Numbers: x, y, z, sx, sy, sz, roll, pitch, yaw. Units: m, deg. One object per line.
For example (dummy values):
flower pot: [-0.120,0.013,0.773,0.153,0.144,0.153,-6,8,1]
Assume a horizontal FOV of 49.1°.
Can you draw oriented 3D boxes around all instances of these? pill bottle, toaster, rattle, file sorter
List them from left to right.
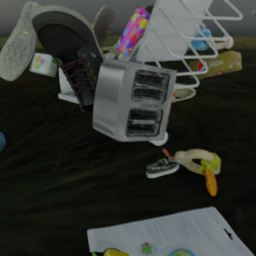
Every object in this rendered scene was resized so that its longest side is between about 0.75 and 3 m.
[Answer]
pill bottle: [-2.020,-2.383,13.741,2.574,1.489,1.489,-4,21,-11]
toaster: [0.101,-0.624,6.116,1.821,1.647,1.081,1,14,-35]
pill bottle: [0.797,0.113,8.935,0.628,0.628,1.108,-6,22,-16]
file sorter: [1.414,-2.178,6.954,1.550,2.234,1.391,-9,57,-26]
rattle: [1.427,1.045,6.712,1.426,1.018,0.928,7,-19,20]

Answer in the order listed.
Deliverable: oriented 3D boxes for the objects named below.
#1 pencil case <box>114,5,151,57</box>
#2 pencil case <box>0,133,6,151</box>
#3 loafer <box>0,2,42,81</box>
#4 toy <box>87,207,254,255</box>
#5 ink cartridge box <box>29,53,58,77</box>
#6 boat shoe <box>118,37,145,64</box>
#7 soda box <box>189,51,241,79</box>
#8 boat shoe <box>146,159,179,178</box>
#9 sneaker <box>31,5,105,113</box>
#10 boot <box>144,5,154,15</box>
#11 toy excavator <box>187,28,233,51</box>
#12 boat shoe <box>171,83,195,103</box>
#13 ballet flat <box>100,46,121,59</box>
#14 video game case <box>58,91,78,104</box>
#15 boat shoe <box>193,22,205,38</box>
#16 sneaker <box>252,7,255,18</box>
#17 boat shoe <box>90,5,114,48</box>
pencil case: [0.133,-2.593,7.583,0.581,1.315,0.581,27,26,-14]
pencil case: [-4.044,0.618,7.506,0.737,0.678,1.594,10,21,11]
loafer: [-2.666,-2.146,7.132,0.727,2.079,0.726,25,-6,-14]
toy: [0.575,1.923,4.196,2.235,0.528,1.287,-4,23,-13]
ink cartridge box: [-2.201,-1.611,7.086,0.904,0.469,0.268,15,0,28]
boat shoe: [-0.022,-2.343,9.834,0.872,2.371,0.775,6,43,-50]
soda box: [2.892,-2.084,9.429,0.543,0.575,1.697,-2,-2,-39]
boat shoe: [0.890,0.970,7.060,1.009,0.321,0.357,-14,24,-33]
sneaker: [-1.079,-1.365,6.218,1.024,1.454,2.738,-15,-20,16]
boot: [0.887,-3.310,7.916,1.036,0.717,0.401,-31,-9,28]
toy excavator: [3.211,-3.537,11.460,0.844,1.642,1.689,-14,69,-48]
boat shoe: [2.037,-1.660,13.380,2.783,0.991,0.871,-10,24,-38]
ballet flat: [-0.817,-2.925,11.200,0.600,0.600,1.698,-18,15,-41]
video game case: [-1.859,-1.741,14.515,2.018,0.254,2.818,17,26,39]
boat shoe: [2.296,-4.161,10.855,0.784,0.696,2.130,29,32,-24]
sneaker: [3.679,-3.139,7.685,0.419,0.406,1.147,-30,-2,27]
boat shoe: [-1.458,-4.030,12.021,0.982,2.594,0.931,16,16,-45]
